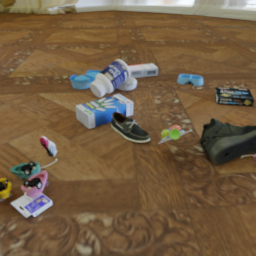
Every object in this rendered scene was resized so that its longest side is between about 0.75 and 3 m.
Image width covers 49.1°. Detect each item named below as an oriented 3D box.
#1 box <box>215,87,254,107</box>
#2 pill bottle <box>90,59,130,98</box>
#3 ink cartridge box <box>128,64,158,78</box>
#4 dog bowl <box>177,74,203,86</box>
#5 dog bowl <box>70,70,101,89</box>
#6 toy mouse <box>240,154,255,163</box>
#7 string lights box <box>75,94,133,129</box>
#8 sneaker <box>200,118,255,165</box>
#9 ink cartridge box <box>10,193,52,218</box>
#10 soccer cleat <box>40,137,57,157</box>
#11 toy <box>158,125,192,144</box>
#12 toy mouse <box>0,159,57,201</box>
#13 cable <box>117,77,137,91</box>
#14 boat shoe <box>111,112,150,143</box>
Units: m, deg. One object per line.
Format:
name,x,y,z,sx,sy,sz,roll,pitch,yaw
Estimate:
box,4.801,-1.431,12.760,1.542,0.355,1.226,5,31,9
pill bottle,-0.874,-2.299,13.217,1.053,1.053,1.895,27,61,38
ink cartridge box,0.497,-3.499,16.183,1.750,0.614,2.153,-10,36,-16
dog bowl,3.255,-2.527,14.674,1.347,0.334,0.751,9,32,16
dog bowl,-2.078,-2.487,14.460,1.078,0.479,1.934,26,40,37
toy mouse,4.659,0.973,8.200,2.392,0.463,2.126,-9,13,11
string lights box,-0.935,-0.695,11.238,2.067,0.610,1.062,-20,36,-30
sneaker,3.553,0.181,9.314,2.736,1.046,1.567,-16,40,-16
ink cartridge box,-2.470,1.948,7.160,0.753,0.165,0.760,23,36,35
soccer cleat,-2.454,0.528,8.660,0.288,0.825,0.356,5,41,27
toy,1.305,0.156,8.330,0.927,0.380,1.610,-21,-2,3
toy mouse,-2.720,1.427,7.668,2.132,0.413,1.895,15,33,43
cable,-0.119,-2.262,14.167,1.125,0.390,1.125,12,32,22
boat shoe,0.040,-0.020,10.107,0.666,0.627,1.855,-23,39,-36
